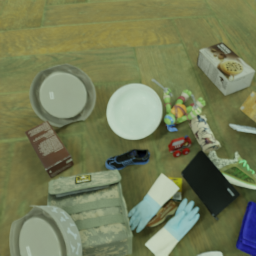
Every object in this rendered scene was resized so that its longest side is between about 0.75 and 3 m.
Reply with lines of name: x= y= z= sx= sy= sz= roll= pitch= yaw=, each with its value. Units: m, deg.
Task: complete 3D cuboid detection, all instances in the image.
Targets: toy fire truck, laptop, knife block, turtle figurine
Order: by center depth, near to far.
laptop: x=2.468 y=1.789 z=8.481 sx=0.952 sy=1.844 sz=1.634 roll=-37 pitch=59 yaw=4
toy fire truck: x=1.919 y=0.618 z=10.236 sx=0.919 sy=0.772 sz=0.516 roll=-13 pitch=53 yaw=-18
knife block: x=5.874 y=-0.100 z=10.588 sx=2.408 sy=0.878 sz=2.744 roll=26 pitch=20 yaw=-20
turtle figurine: x=2.191 y=-1.062 z=10.895 sx=1.566 sy=2.177 sz=2.111 roll=3 pitch=22 yaw=37

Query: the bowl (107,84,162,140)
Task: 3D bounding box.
bowl: x=0.331 y=-0.561 z=10.819 sx=2.145 sy=0.964 sz=2.145 roll=-2 pitch=83 yaw=17

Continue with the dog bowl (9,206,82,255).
dog bowl: x=-2.088 y=3.019 z=7.119 sx=2.206 sy=2.206 sz=0.647 roll=41 pitch=21 yaw=28

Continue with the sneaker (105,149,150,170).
sneaker: x=-0.021 y=1.062 z=9.994 sx=1.627 sy=0.634 sz=0.570 roll=-10 pitch=53 yaw=-9

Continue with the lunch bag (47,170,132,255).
lunch bag: x=-1.188 y=2.416 z=8.333 sx=2.234 sy=1.601 sz=2.724 roll=-9 pitch=46 yaw=-8

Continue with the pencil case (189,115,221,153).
pencil case: x=2.897 y=0.228 z=10.625 sx=0.716 sy=0.623 sz=1.600 roll=-38 pitch=48 yaw=24

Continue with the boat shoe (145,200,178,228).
boat shoe: x=1.015 y=2.682 z=8.767 sx=1.225 sy=0.463 sz=0.452 roll=-25 pitch=77 yaw=-28

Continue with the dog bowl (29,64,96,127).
dog bowl: x=-2.504 y=-1.277 z=10.905 sx=2.453 sy=2.453 sz=0.719 roll=-7 pitch=16 yaw=-6

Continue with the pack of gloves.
pack of gloves: x=0.975 y=2.613 z=8.246 sx=1.653 sy=0.388 sz=1.967 roll=40 pitch=91 yaw=20

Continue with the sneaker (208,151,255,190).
sneaker: x=3.690 y=1.370 z=9.257 sx=2.487 sy=0.956 sz=1.102 roll=13 pitch=87 yaw=6

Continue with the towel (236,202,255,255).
towel: x=4.515 y=3.277 z=8.272 sx=2.257 sy=0.559 sz=1.667 roll=22 pitch=55 yaw=16

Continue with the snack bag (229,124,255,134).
snack bag: x=4.574 y=0.093 z=10.578 sx=1.227 sy=0.139 sz=1.301 roll=9 pitch=10 yaw=4

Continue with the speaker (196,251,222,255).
speaker: x=2.341 y=4.338 z=7.298 sx=0.785 sy=0.785 sz=1.933 roll=-4 pitch=51 yaw=-3

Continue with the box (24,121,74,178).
box: x=-2.866 y=0.743 z=10.170 sx=0.971 sy=0.727 sz=1.939 roll=-29 pitch=56 yaw=-18

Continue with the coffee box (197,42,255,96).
coffee box: x=4.367 y=-2.738 z=12.785 sx=1.337 sy=0.944 sz=2.365 roll=-21 pitch=54 yaw=-11

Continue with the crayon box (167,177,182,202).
crayon box: x=1.551 y=2.070 z=9.428 sx=0.499 sy=0.200 sz=0.786 roll=5 pitch=54 yaw=11
